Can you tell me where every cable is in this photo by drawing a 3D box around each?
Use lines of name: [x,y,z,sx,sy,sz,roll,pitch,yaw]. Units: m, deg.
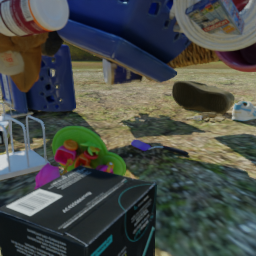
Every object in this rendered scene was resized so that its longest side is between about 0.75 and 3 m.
cable: [1.733,-2.311,4.878,1.913,1.913,0.662,18,41,9]

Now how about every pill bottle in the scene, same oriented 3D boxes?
pill bottle: [-1.712,-1.965,4.794,1.284,0.733,0.733,5,15,35]
pill bottle: [0.066,-2.172,10.141,1.843,1.067,1.067,-8,16,-12]

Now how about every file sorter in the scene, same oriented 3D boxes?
file sorter: [-4.338,-0.495,9.044,0.957,0.596,0.664,-13,19,-40]
file sorter: [-2.364,0.346,5.177,1.453,0.904,1.008,-12,18,-37]

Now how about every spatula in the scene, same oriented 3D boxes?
spatula: [0.695,0.454,6.278,1.335,0.137,0.377,8,18,26]

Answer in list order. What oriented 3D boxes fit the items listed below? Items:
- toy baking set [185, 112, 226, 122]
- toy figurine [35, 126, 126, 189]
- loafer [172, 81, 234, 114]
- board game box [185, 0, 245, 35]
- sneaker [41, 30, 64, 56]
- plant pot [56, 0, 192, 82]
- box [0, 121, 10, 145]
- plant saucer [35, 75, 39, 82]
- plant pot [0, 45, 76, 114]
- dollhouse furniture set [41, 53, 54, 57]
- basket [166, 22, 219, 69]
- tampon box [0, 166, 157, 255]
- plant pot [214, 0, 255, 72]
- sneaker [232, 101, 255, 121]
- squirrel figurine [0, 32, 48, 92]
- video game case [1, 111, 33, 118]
toy baking set: [2.637,-0.385,9.499,1.250,0.145,0.959,7,16,24]
toy figurine: [-0.798,0.754,4.216,1.338,1.005,1.232,25,31,1]
loafer: [2.941,-1.220,11.135,0.959,1.081,2.842,-10,27,-37]
board game box: [1.449,-1.752,4.524,0.802,0.247,0.802,28,-15,-27]
sneaker: [-2.348,-3.002,7.856,1.117,1.950,0.746,10,10,32]
plant pot: [0.065,-2.693,6.611,2.750,2.473,2.751,30,12,36]
box: [-4.107,0.170,6.900,2.115,0.367,1.164,-4,15,-15]
plant saucer: [-3.027,-1.829,8.311,0.192,1.027,1.027,-35,7,15]
plant pot: [-3.565,-1.822,10.625,2.217,2.466,2.465,-15,21,-34]
dollhouse furniture set: [-3.129,-2.686,8.715,1.528,0.792,0.676,-6,45,-24]
basket: [2.010,-3.299,8.576,1.889,2.536,1.810,0,28,45]
tampon box: [-0.306,1.010,2.055,0.732,1.159,0.869,8,17,29]
plant pot: [3.220,-2.251,6.995,1.874,1.874,1.678,10,5,35]
sneaker: [4.064,-0.620,9.516,0.568,0.599,1.484,12,18,44]
squirrel figurine: [-2.825,-2.531,6.942,1.664,2.352,2.195,19,43,-40]
video game case: [-3.995,-0.504,10.105,0.623,0.078,0.870,11,18,36]
